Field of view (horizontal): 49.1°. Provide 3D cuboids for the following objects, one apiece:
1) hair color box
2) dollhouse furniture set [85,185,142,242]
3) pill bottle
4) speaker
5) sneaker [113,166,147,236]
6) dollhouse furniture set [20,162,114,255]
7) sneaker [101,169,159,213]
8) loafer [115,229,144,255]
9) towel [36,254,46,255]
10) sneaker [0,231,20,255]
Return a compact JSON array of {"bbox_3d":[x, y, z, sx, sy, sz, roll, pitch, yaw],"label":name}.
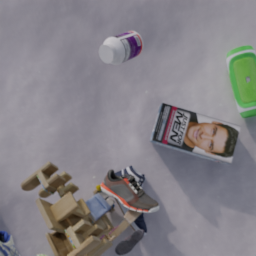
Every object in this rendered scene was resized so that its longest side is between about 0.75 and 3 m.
[{"bbox_3d":[2.178,0.208,9.291,2.647,0.803,1.310,17,83,1],"label":"hair color box"},{"bbox_3d":[-0.697,2.418,8.222,1.606,1.516,1.048,45,120,15],"label":"dollhouse furniture set"},{"bbox_3d":[-0.215,-2.363,8.341,0.795,0.795,1.413,50,46,5],"label":"pill bottle"},{"bbox_3d":[3.994,-1.529,9.413,1.009,1.009,2.283,-11,83,-1],"label":"speaker"},{"bbox_3d":[0.293,2.285,9.053,1.196,0.773,2.205,-32,82,1],"label":"sneaker"},{"bbox_3d":[-1.825,2.817,7.846,1.883,2.834,2.484,-38,59,-4],"label":"dollhouse furniture set"},{"bbox_3d":[0.054,1.802,8.198,1.954,0.753,0.800,21,101,24],"label":"sneaker"},{"bbox_3d":[0.074,3.041,7.455,0.958,0.302,0.344,-42,71,11],"label":"loafer"},{"bbox_3d":[-2.365,4.484,8.624,0.169,1.443,1.100,-4,81,-45],"label":"towel"},{"bbox_3d":[-3.270,3.348,7.516,0.890,2.363,1.042,0,62,1],"label":"sneaker"}]
